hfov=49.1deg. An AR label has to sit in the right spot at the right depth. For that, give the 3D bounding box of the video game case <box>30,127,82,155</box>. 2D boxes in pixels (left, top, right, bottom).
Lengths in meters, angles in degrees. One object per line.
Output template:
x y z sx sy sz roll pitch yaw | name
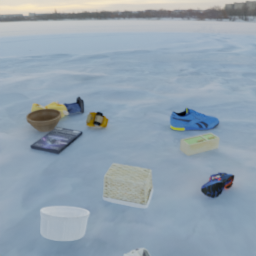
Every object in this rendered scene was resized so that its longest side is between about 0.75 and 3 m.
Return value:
-2.879 0.478 11.445 1.304 0.173 1.825 9 28 19 | video game case

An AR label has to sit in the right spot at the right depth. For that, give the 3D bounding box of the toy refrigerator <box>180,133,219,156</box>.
2.757 0.597 10.789 1.446 0.506 0.549 -10 27 -22 | toy refrigerator

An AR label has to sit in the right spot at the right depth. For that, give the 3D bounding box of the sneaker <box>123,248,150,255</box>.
-0.006 2.782 5.394 1.820 0.681 0.907 -10 41 39 | sneaker

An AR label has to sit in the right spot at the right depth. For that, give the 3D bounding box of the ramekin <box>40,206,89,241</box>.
-1.536 2.271 6.704 1.165 0.568 1.165 6 -6 1 | ramekin

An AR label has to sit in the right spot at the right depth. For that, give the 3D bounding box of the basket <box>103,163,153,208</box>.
0.012 1.649 8.182 1.357 0.837 0.920 8 27 15 | basket

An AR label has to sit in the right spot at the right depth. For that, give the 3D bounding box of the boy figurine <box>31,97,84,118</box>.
-3.506 -0.973 13.792 2.522 0.813 1.568 -9 29 -23 | boy figurine

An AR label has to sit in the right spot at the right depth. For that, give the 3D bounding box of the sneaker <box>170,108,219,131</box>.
3.012 -0.422 12.504 2.331 0.914 0.768 -3 23 -9 | sneaker

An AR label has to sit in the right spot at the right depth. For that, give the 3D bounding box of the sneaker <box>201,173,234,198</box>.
2.647 1.714 8.543 1.422 0.536 0.558 -10 18 -40 | sneaker

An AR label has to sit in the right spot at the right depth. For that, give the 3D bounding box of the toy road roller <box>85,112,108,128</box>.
-1.353 -0.310 12.586 1.009 0.620 0.737 3 -17 46 | toy road roller

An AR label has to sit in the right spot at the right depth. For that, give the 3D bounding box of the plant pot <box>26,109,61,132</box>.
-3.693 -0.270 12.402 1.502 0.693 1.502 0 25 0 | plant pot
